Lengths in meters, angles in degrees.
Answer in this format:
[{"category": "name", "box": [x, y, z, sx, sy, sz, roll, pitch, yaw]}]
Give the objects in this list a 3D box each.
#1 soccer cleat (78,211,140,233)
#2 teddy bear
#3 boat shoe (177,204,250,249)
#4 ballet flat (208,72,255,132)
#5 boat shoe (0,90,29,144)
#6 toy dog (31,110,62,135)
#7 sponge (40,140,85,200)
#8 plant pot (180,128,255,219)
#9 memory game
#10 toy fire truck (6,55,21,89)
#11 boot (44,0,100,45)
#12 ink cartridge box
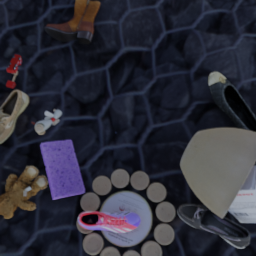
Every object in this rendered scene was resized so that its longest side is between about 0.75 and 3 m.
[{"category": "soccer cleat", "box": [-0.509, 2.498, 7.512, 1.689, 0.646, 0.563, 2, 69, 1]}, {"category": "teddy bear", "box": [-3.029, 1.810, 7.974, 1.148, 0.529, 1.583, 29, 89, -11]}, {"category": "boat shoe", "box": [2.301, 2.524, 7.575, 1.998, 0.569, 0.668, 23, 55, 23]}, {"category": "ballet flat", "box": [3.445, -0.598, 8.570, 0.950, 0.812, 2.858, -25, 76, -26]}, {"category": "boat shoe", "box": [-3.757, -0.339, 8.511, 0.657, 0.595, 1.843, 27, 85, 13]}, {"category": "toy dog", "box": [-2.433, -0.222, 8.185, 0.459, 0.629, 0.954, 42, 50, 2]}, {"category": "sponge", "box": [-1.908, 1.183, 8.143, 0.934, 0.250, 1.674, -6, 68, -35]}, {"category": "plant pot", "box": [2.346, 0.924, 7.459, 1.593, 2.372, 2.372, 29, 75, 22]}, {"category": "memory game", "box": [-0.053, 2.554, 7.932, 2.832, 0.180, 2.832, 0, 69, 0]}, {"category": "toy fire truck", "box": [-3.663, -1.808, 8.982, 0.227, 0.657, 0.932, 14, 59, -4]}, {"category": "boot", "box": [-1.924, -3.879, 9.759, 1.646, 0.599, 1.748, 7, 72, 3]}, {"category": "ink cartridge box", "box": [3.097, 1.761, 7.229, 1.704, 1.244, 0.719, 43, 52, -26]}]
